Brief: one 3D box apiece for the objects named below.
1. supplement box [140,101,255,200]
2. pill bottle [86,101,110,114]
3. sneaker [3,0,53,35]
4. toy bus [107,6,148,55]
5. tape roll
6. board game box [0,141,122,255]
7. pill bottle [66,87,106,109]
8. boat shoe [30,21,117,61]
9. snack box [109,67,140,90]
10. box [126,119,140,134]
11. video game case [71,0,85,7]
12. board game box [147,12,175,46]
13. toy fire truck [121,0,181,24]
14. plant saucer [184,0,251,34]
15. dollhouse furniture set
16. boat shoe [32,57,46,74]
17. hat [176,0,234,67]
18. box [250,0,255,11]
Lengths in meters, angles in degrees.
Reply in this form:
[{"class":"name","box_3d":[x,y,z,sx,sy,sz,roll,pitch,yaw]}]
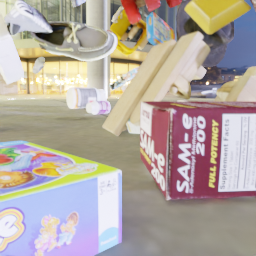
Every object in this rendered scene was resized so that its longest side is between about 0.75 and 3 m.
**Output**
[{"class":"supplement box","box_3d":[1.607,0.122,3.165,2.776,0.845,1.510,0,8,-6]},{"class":"pill bottle","box_3d":[-1.317,-0.898,12.342,0.581,0.581,1.035,7,11,42]},{"class":"sneaker","box_3d":[-2.282,-2.295,6.218,0.753,0.490,1.305,-33,-9,10]},{"class":"toy bus","box_3d":[0.067,-3.388,10.006,1.353,2.619,2.472,36,-40,-11]},{"class":"tape roll","box_3d":[-3.599,-2.557,7.456,0.516,2.825,2.825,-26,17,-20]},{"class":"board game box","box_3d":[-1.310,0.516,1.513,2.170,0.486,1.459,-7,10,-44]},{"class":"pill bottle","box_3d":[-2.496,-1.812,16.870,2.170,1.262,1.262,-4,8,-31]},{"class":"boat shoe","box_3d":[-1.718,-2.705,8.513,2.861,1.023,0.855,12,-6,27]},{"class":"snack box","box_3d":[-0.019,-1.666,9.285,1.151,0.214,0.669,-27,5,38]},{"class":"box","box_3d":[0.471,-0.080,6.340,1.001,0.412,0.246,3,50,21]},{"class":"video game case","box_3d":[-1.480,-3.880,7.765,0.104,0.860,0.943,-8,31,15]},{"class":"board game box","box_3d":[1.035,-2.912,8.762,1.022,1.044,0.292,25,-38,-36]},{"class":"toy fire truck","box_3d":[0.220,-3.202,5.521,1.106,1.656,1.973,-18,43,11]},{"class":"plant saucer","box_3d":[2.301,-3.229,7.340,1.266,1.266,0.307,-32,-31,4]},{"class":"dollhouse furniture set","box_3d":[1.570,-0.098,6.231,2.990,2.436,2.844,34,-4,-19]},{"class":"boat shoe","box_3d":[-2.990,-2.144,9.509,0.288,0.768,0.238,36,39,-7]},{"class":"hat","box_3d":[2.782,-3.217,9.188,2.546,2.546,1.027,-5,5,-32]},{"class":"box","box_3d":[4.038,-2.708,6.646,1.379,2.754,1.032,-31,17,19]}]
